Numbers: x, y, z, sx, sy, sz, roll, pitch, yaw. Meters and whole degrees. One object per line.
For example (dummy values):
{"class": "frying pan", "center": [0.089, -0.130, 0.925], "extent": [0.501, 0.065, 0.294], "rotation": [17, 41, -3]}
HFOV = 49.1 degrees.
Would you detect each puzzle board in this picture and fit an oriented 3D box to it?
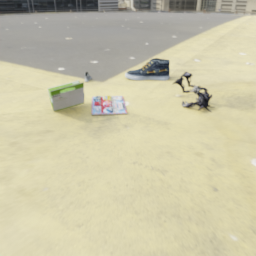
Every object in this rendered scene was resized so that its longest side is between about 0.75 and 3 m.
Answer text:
{"class": "puzzle board", "center": [-0.819, -0.978, 11.643], "extent": [1.391, 0.161, 1.846], "rotation": [-3, 28, -5]}

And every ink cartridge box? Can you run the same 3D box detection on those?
{"class": "ink cartridge box", "center": [-2.354, -1.393, 10.627], "extent": [1.286, 1.740, 0.659], "rotation": [-18, 73, -16]}

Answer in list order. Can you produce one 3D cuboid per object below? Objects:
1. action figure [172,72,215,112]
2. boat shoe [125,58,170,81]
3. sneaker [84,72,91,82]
{"class": "action figure", "center": [2.676, -1.355, 11.362], "extent": [1.101, 1.853, 0.946], "rotation": [-44, 7, -21]}
{"class": "boat shoe", "center": [1.014, -3.095, 14.647], "extent": [2.349, 1.066, 0.831], "rotation": [1, 28, 2]}
{"class": "sneaker", "center": [-2.096, -2.713, 14.584], "extent": [0.297, 0.457, 0.792], "rotation": [2, 28, 3]}
